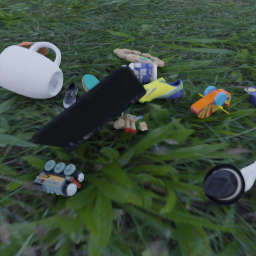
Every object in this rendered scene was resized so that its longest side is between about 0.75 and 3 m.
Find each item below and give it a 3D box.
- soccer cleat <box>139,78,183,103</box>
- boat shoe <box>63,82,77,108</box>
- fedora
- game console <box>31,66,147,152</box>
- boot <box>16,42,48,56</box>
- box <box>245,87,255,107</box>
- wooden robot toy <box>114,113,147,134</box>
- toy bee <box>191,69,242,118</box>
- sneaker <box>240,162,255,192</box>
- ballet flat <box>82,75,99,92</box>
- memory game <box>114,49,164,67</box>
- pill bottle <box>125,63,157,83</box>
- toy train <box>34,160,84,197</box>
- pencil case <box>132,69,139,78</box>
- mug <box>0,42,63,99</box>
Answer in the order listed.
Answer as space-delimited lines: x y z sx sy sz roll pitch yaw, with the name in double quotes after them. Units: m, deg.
0.893 -1.335 9.563 1.999 0.836 0.646 -3 31 -8 "soccer cleat"
-1.980 -1.160 9.632 0.395 0.374 1.128 4 46 7 "boat shoe"
1.955 1.215 5.950 0.440 0.964 0.964 7 23 -45 "fedora"
-1.027 -0.737 7.079 2.634 1.533 2.317 -36 39 9 "game console"
-4.465 -3.792 13.218 1.664 0.624 0.892 5 31 8 "boot"
4.974 -0.780 9.268 1.278 0.342 2.110 -10 39 -14 "box"
-0.140 -0.108 8.193 1.409 0.639 0.621 17 62 -35 "wooden robot toy"
2.928 -0.861 8.968 1.854 1.008 1.214 -26 48 13 "toy bee"
2.793 1.030 6.444 0.392 0.335 0.899 37 78 16 "sneaker"
-1.092 -1.122 9.428 0.617 0.567 1.798 -15 47 -25 "ballet flat"
0.473 -3.024 11.942 2.241 0.143 2.241 13 25 -6 "memory game"
0.418 -2.107 10.754 1.308 0.726 0.726 2 36 1 "pill bottle"
-1.543 1.158 6.267 1.209 0.515 0.689 5 55 34 "toy train"
-0.167 -1.592 9.682 1.251 0.487 0.559 -24 18 48 "pencil case"
-3.171 -2.056 9.741 1.832 1.543 2.090 21 76 12 "mug"
